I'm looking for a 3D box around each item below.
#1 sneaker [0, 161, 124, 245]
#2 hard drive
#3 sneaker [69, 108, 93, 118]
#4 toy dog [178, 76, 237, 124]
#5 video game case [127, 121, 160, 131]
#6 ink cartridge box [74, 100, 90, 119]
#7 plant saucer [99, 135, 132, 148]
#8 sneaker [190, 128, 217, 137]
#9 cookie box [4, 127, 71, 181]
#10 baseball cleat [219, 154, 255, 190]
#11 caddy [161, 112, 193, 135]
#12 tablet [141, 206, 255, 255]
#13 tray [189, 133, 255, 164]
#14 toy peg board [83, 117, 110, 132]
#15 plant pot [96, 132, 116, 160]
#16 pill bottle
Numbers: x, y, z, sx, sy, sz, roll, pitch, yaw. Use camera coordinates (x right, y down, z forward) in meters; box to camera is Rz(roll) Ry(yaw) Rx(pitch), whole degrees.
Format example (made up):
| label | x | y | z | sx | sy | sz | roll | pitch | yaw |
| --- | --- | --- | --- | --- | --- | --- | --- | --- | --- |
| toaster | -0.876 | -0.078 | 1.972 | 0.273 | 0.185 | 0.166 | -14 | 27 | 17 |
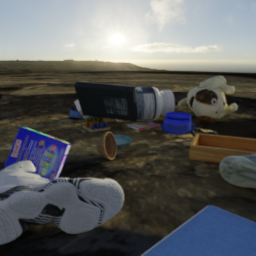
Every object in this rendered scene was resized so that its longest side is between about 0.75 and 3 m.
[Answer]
| label | x | y | z | sx | sy | sz | roll | pitch | yaw |
| --- | --- | --- | --- | --- | --- | --- | --- | --- | --- |
| sneaker | -1.668 | 1.315 | 5.769 | 2.973 | 1.117 | 1.709 | -7 | 20 | -13 |
| hard drive | -0.909 | -1.104 | 11.990 | 2.541 | 1.773 | 0.418 | 7 | 50 | 13 |
| sneaker | -1.705 | -1.153 | 14.781 | 2.796 | 1.089 | 0.981 | -6 | 17 | -21 |
| toy dog | 3.970 | -1.406 | 14.070 | 2.868 | 2.064 | 2.958 | 2 | 18 | 10 |
| video game case | 0.705 | -0.108 | 12.863 | 1.237 | 0.108 | 0.885 | -10 | 18 | -31 |
| ink cartridge box | -2.226 | -0.904 | 13.584 | 0.358 | 0.865 | 0.634 | -30 | 62 | -2 |
| plant saucer | -0.485 | 0.509 | 10.526 | 1.246 | 0.171 | 1.246 | 0 | 15 | 0 |
| sneaker | 3.009 | 0.254 | 11.140 | 1.070 | 0.418 | 0.483 | 11 | 10 | 19 |
| cookie box | -2.321 | 0.700 | 7.273 | 1.310 | 1.120 | 0.492 | 20 | -5 | 0 |
| baseball cleat | 3.674 | 1.149 | 6.572 | 1.592 | 1.043 | 2.992 | -10 | 19 | -31 |
| caddy | 2.096 | -0.135 | 11.919 | 1.361 | 0.714 | 0.962 | 5 | 39 | 14 |
| tablet | 1.499 | 2.084 | 4.823 | 1.570 | 0.165 | 2.413 | 14 | 20 | 42 |
| tray | 3.585 | 0.757 | 8.952 | 2.985 | 0.553 | 1.472 | 5 | 17 | 21 |
| toy peg board | -1.429 | -0.199 | 12.529 | 0.951 | 0.465 | 0.947 | -9 | 18 | -29 |
| plant pot | -0.733 | 0.589 | 8.986 | 0.409 | 0.886 | 0.886 | -7 | 12 | 23 |
| pill bottle | 0.755 | -1.175 | 13.807 | 2.783 | 1.664 | 1.664 | -4 | 16 | -13 |
